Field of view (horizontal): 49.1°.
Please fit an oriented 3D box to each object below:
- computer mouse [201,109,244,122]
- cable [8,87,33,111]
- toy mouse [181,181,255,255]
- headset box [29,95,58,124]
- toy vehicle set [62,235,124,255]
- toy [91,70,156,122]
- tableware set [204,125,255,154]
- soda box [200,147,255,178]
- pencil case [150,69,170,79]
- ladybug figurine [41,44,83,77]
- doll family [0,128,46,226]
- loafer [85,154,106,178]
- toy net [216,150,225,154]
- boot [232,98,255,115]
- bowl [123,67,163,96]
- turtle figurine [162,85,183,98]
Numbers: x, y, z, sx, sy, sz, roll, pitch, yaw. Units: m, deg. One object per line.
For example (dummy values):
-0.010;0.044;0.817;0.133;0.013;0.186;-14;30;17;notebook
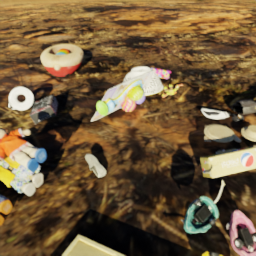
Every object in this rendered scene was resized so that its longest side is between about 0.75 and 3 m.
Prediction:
3.150;-0.400;9.507;1.410;0.309;0.773;13;11;29;computer mouse
-3.760;-1.022;9.863;0.812;0.812;0.281;4;4;-17;cable
1.618;1.839;4.994;2.045;0.396;1.817;16;56;-13;toy mouse
-2.868;-0.625;9.593;0.790;0.410;1.062;-22;33;5;headset box
-0.193;2.693;4.203;2.395;0.318;1.488;15;33;24;toy vehicle set
0.032;-0.966;9.483;2.631;1.515;0.621;-27;69;-44;toy
3.254;0.470;7.703;2.261;0.262;1.889;-2;35;-5;tableware set
2.467;0.801;6.610;1.427;0.483;0.457;-10;-4;-12;soda box
1.478;-2.546;13.156;0.957;0.423;0.423;15;33;25;pencil case
-3.214;-3.304;13.781;1.986;1.053;2.926;3;31;2;ladybug figurine
-3.113;1.239;6.164;1.763;1.280;2.840;24;55;24;doll family
-0.877;0.956;7.127;0.268;0.268;0.768;-20;50;-41;loafer
2.474;0.855;7.470;0.589;0.217;1.123;22;38;34;toy net
4.734;-0.902;9.741;2.111;0.839;2.424;-8;4;15;boot
0.559;-2.033;11.696;1.806;0.848;1.806;-3;28;2;bowl
1.770;-1.517;11.407;0.946;0.305;0.763;-35;23;9;turtle figurine
